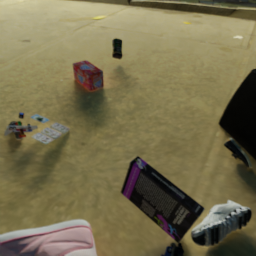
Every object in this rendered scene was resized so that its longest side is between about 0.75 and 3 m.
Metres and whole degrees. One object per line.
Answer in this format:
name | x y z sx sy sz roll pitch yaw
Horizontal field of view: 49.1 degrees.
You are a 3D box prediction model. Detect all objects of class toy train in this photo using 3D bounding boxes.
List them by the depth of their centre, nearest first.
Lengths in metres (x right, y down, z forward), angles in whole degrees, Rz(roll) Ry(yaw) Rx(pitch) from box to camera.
toy train | 0.686 3.221 5.446 0.505 0.376 2.204 -3 33 28

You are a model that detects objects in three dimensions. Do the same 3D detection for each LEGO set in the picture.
LEGO set | -3.180 0.053 9.556 1.879 0.461 1.403 23 27 12

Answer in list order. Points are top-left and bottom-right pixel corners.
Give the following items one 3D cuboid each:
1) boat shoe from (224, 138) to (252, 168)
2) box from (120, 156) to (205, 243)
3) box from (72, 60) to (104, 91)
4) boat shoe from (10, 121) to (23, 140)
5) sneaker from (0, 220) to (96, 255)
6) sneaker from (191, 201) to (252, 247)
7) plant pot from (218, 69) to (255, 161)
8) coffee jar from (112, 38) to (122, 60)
boat shoe | 3.358 0.813 8.589 0.340 0.408 1.093 -34 61 2
box | 0.694 1.649 6.415 1.849 1.322 0.334 38 48 21
box | -1.798 -2.361 12.535 0.748 0.781 1.567 -23 43 -28
boat shoe | -3.902 -0.004 9.778 0.369 0.314 1.103 -20 41 -25
sneaker | -1.865 2.792 5.435 2.709 1.020 1.416 -10 33 -20
sneaker | 2.106 2.235 6.641 1.685 0.633 0.683 -15 28 -25
plant pot | 4.889 -0.622 8.963 2.593 2.306 2.599 -11 37 -16
coffee jar | -0.561 -4.060 14.466 0.529 1.014 0.433 4 -10 -32
